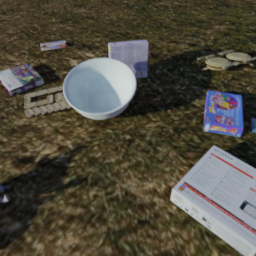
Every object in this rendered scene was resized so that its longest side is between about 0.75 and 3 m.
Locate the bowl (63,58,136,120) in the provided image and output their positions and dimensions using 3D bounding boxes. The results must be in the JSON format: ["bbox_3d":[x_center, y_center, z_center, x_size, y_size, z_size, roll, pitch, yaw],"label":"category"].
[{"bbox_3d":[-1.108,-1.386,11.535,2.917,1.311,2.917,-1,58,1],"label":"bowl"}]

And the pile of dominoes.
[{"bbox_3d":[-3.444,-1.093,12.275,2.167,0.345,1.689,-14,44,-3],"label":"pile of dominoes"}]

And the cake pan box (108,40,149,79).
[{"bbox_3d":[0.055,-3.174,13.232,1.910,1.759,0.500,-8,38,-7],"label":"cake pan box"}]

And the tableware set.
[{"bbox_3d":[5.111,-3.318,14.314,2.726,0.546,1.802,-19,35,-26],"label":"tableware set"}]

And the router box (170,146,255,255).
[{"bbox_3d":[3.128,2.079,8.590,2.732,0.667,2.452,33,53,30],"label":"router box"}]

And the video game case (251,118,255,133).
[{"bbox_3d":[5.504,-0.034,11.204,1.061,0.094,0.759,9,45,9],"label":"video game case"}]

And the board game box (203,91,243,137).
[{"bbox_3d":[3.911,-0.633,11.539,1.432,0.477,2.131,10,45,10],"label":"board game box"}]

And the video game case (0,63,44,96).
[{"bbox_3d":[-5.191,-2.373,13.451,1.639,0.324,1.809,-28,51,-26],"label":"video game case"}]

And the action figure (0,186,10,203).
[{"bbox_3d":[-4.757,2.437,8.136,2.552,1.380,2.638,-27,73,-16],"label":"action figure"}]

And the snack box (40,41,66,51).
[{"bbox_3d":[-4.254,-4.681,15.953,1.408,0.171,0.506,-12,45,-12],"label":"snack box"}]
